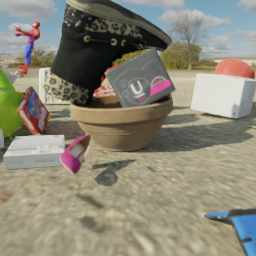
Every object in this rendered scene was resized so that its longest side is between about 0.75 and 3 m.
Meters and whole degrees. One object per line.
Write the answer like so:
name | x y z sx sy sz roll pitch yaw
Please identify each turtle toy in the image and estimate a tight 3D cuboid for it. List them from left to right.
turtle toy | -3.176 -0.555 8.581 1.508 0.762 1.099 41 1 30

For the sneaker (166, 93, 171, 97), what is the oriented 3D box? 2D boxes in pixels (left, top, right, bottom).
sneaker | 0.313 -1.190 11.947 2.942 1.105 1.192 -6 -3 -19

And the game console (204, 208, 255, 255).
game console | 1.584 1.169 3.021 1.159 0.686 0.989 -3 44 -9

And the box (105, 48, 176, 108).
box | 0.206 -1.065 6.295 1.128 0.979 1.845 -28 11 4

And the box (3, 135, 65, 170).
box | -1.871 0.457 5.827 1.098 0.290 1.408 -2 14 -13

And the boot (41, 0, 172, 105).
boot | -0.456 -1.661 6.587 2.995 2.262 1.081 2 34 -47

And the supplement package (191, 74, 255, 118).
supplement package | 3.657 -1.278 10.670 1.782 1.370 1.863 16 16 33

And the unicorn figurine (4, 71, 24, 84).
unicorn figurine | -4.639 -1.614 10.464 0.926 2.509 1.723 4 19 5

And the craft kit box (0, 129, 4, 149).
craft kit box | -4.025 0.375 5.579 2.066 0.501 2.041 2 9 26

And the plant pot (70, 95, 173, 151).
plant pot | -0.118 -0.137 6.550 2.345 1.082 2.345 -4 14 1

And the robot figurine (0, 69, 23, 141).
robot figurine | -3.580 -0.695 7.233 1.388 2.105 2.400 -35 57 -8

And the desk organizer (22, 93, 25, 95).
desk organizer | -4.482 -0.687 9.568 2.365 0.911 0.848 -5 14 -23

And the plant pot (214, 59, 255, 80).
plant pot | 4.555 -1.920 12.661 1.828 1.828 1.617 11 57 42

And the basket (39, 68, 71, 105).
basket | -3.339 -2.169 14.451 1.584 1.741 2.568 3 13 4

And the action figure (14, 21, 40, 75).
action figure | -2.213 -1.745 5.859 0.573 1.158 0.378 16 30 -32

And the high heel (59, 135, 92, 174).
high heel | -0.786 0.387 4.560 0.532 0.374 1.109 -44 7 0

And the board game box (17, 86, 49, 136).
board game box | -2.476 -0.416 7.448 0.181 0.957 1.858 -25 27 0

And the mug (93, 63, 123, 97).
mug | -0.356 -0.934 9.007 2.182 1.456 1.937 -9 59 -19
